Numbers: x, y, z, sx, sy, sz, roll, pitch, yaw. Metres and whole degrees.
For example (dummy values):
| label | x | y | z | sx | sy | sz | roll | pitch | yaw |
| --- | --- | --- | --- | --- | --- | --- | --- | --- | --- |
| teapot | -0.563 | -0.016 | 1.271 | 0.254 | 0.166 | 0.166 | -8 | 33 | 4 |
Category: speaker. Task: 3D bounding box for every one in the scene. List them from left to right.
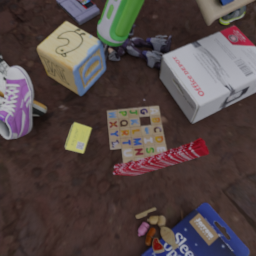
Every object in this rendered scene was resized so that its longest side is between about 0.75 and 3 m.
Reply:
| label | x | y | z | sx | sy | sz | roll | pitch | yaw |
| --- | --- | --- | --- | --- | --- | --- | --- | --- | --- |
| speaker | -0.119 | -3.422 | 7.750 | 1.032 | 2.333 | 1.032 | 13 | 53 | -18 |

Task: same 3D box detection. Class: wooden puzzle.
| label | x | y | z | sx | sy | sz | roll | pitch | yaw |
| --- | --- | --- | --- | --- | --- | --- | --- | --- | --- |
| wooden puzzle | 2.895 | -3.990 | 7.598 | 2.207 | 0.511 | 2.044 | -25 | 46 | 24 |

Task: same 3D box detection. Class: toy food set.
| label | x | y | z | sx | sy | sz | roll | pitch | yaw |
| --- | --- | --- | --- | --- | --- | --- | --- | --- | --- |
| toy food set | 0.694 | 2.755 | 7.351 | 0.853 | 0.211 | 1.342 | -21 | 35 | -6 |

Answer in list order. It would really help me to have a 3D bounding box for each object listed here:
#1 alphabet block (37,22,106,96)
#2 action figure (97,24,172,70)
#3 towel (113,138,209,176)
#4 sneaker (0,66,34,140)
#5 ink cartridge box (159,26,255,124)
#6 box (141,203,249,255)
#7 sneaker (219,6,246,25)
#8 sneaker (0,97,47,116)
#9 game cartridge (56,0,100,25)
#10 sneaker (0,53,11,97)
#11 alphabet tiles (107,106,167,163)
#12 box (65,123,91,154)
| label | x | y | z | sx | sy | sz | roll | pitch | yaw |
| --- | --- | --- | --- | --- | --- | --- | --- | --- | --- |
| alphabet block | -1.811 | -2.266 | 9.317 | 1.539 | 1.511 | 1.503 | 32 | 67 | 15 |
| action figure | 0.135 | -2.959 | 10.013 | 2.676 | 0.928 | 1.741 | 16 | 71 | 11 |
| towel | 0.681 | 0.613 | 5.372 | 1.704 | 1.232 | 0.192 | -19 | 73 | 16 |
| sneaker | -2.922 | -0.611 | 7.062 | 0.669 | 1.052 | 1.846 | 1 | 103 | 15 |
| ink cartridge box | 2.797 | -1.783 | 9.222 | 2.947 | 1.228 | 2.140 | -25 | 66 | -12 |
| box | 1.582 | 3.382 | 7.131 | 2.895 | 0.469 | 1.753 | -35 | 68 | -17 |
| sneaker | 4.160 | -4.530 | 10.968 | 1.316 | 0.533 | 0.486 | -36 | 69 | -16 |
| sneaker | -3.778 | -0.445 | 8.882 | 2.436 | 0.921 | 1.068 | 6 | 76 | 10 |
| game cartridge | -2.026 | -4.926 | 11.317 | 1.060 | 0.314 | 1.635 | -39 | 70 | -13 |
| sneaker | -4.201 | -1.888 | 9.675 | 0.793 | 0.684 | 1.809 | -16 | 73 | -17 |
| alphabet tiles | 0.268 | 0.283 | 8.860 | 1.745 | 0.079 | 2.088 | -6 | 63 | -3 |
| box | -1.228 | 0.251 | 6.667 | 0.415 | 1.654 | 0.623 | 18 | 83 | -13 |
